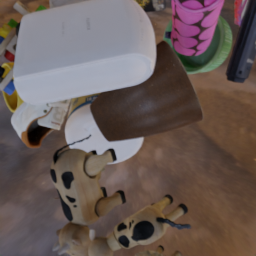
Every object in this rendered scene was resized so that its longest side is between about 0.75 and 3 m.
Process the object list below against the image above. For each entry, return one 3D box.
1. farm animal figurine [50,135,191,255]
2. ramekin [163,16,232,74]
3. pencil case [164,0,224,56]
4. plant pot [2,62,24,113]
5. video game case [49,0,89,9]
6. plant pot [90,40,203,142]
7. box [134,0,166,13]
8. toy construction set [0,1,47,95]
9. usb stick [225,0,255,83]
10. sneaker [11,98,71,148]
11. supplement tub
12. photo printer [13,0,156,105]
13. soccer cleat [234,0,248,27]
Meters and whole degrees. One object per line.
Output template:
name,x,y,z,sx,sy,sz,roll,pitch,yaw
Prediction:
farm animal figurine,-0.304,1.431,3.792,1.151,1.848,2.288,-18,43,-43
ramekin,1.823,-2.230,7.268,1.691,1.691,0.826,37,29,33
pencil case,1.178,-2.109,5.199,0.966,2.129,0.997,-2,86,6
plant pot,-3.075,-1.334,8.889,1.426,1.515,1.515,-15,43,-38
video game case,-0.891,-3.290,7.714,2.665,2.927,0.323,-35,94,-13
plant pot,0.217,-0.461,5.026,1.667,1.558,1.558,-26,45,5
box,0.154,-5.193,9.315,2.111,2.619,0.643,-4,44,5
toy construction set,-2.587,-2.221,6.305,2.522,1.938,2.104,43,23,-2
usb stick,2.576,-2.242,5.634,0.437,2.682,0.744,23,21,30
sneaker,-1.419,-0.584,5.752,0.893,2.452,1.038,17,28,-51
supplement tub,-0.582,-0.584,7.619,1.934,1.934,2.674,-1,44,-1
photo printer,-0.634,-1.295,4.404,2.086,0.725,1.736,-11,53,2
soccer cleat,3.013,-3.082,7.259,0.667,1.823,0.622,-14,20,31
